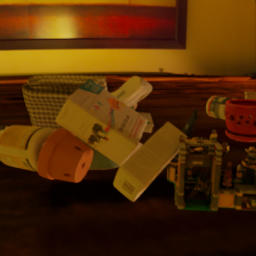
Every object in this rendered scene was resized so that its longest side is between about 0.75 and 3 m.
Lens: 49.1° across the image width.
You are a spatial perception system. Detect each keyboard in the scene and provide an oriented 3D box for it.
[{"bbox_3d":[2.290,0.065,10.420,0.300,1.515,0.789,18,51,-2],"label":"keyboard"}]

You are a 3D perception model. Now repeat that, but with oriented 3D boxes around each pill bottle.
[{"bbox_3d":[5.196,-0.984,14.570,1.175,1.175,1.965,-10,17,-34],"label":"pill bottle"},{"bbox_3d":[-3.040,0.564,8.251,2.245,1.257,1.257,4,14,35],"label":"pill bottle"}]

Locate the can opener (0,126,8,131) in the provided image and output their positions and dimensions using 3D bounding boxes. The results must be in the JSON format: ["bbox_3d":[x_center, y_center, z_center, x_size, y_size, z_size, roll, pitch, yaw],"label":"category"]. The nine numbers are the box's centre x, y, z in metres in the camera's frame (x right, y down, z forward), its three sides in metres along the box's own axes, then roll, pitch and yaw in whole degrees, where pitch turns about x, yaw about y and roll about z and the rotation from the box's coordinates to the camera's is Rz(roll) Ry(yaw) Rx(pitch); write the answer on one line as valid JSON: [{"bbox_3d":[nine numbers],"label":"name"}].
[{"bbox_3d":[-5.193,0.214,11.573,1.975,0.520,0.656,6,-20,15],"label":"can opener"}]

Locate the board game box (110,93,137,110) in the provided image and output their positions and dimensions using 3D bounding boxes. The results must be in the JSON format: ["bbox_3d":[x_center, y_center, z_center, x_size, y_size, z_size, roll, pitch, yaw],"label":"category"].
[{"bbox_3d":[-0.494,-1.653,17.554,1.940,0.940,1.547,1,15,7],"label":"board game box"}]

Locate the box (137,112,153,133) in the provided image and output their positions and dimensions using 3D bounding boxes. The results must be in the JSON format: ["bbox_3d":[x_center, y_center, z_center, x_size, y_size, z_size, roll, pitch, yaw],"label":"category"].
[{"bbox_3d":[0.564,-0.236,11.678,0.801,0.439,0.907,7,33,-10],"label":"box"}]

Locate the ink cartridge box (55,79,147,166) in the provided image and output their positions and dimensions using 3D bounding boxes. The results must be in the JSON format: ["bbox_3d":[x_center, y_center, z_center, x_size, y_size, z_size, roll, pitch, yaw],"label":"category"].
[{"bbox_3d":[-0.442,-0.043,7.883,2.693,0.914,1.550,35,32,-6],"label":"ink cartridge box"}]

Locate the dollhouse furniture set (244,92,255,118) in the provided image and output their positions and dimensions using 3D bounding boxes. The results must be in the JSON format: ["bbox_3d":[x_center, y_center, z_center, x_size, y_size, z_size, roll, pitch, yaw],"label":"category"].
[{"bbox_3d":[6.635,-1.407,15.674,1.869,1.417,2.133,0,15,1],"label":"dollhouse furniture set"}]

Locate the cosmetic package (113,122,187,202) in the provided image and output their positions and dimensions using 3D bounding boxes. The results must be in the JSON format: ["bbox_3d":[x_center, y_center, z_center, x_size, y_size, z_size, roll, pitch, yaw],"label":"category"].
[{"bbox_3d":[0.540,0.767,6.648,0.688,0.944,1.858,38,53,13],"label":"cosmetic package"}]

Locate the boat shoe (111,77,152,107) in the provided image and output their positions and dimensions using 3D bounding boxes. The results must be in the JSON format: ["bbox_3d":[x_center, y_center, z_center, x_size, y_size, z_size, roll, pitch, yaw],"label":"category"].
[{"bbox_3d":[-0.206,-1.150,11.746,0.970,1.020,2.833,18,-44,-42],"label":"boat shoe"}]

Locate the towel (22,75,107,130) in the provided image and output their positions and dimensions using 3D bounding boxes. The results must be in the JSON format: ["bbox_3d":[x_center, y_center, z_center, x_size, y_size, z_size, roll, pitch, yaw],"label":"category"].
[{"bbox_3d":[-2.185,-0.599,10.385,2.984,2.471,1.277,3,38,6],"label":"towel"}]

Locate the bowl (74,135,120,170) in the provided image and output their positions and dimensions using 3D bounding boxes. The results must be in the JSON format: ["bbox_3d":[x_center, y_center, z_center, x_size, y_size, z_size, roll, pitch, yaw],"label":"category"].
[{"bbox_3d":[-0.948,0.442,9.192,2.157,1.128,2.157,-1,14,0],"label":"bowl"}]

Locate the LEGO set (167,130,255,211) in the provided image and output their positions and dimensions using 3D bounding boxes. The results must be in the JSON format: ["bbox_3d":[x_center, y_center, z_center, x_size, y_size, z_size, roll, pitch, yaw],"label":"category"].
[{"bbox_3d":[2.242,0.769,6.698,2.985,1.729,2.295,4,15,14],"label":"LEGO set"}]

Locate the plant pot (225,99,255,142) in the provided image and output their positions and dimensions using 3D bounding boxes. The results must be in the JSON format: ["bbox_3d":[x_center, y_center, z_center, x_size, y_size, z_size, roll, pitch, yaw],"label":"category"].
[{"bbox_3d":[4.716,-0.296,11.212,1.668,1.519,1.668,0,14,0],"label":"plant pot"}]

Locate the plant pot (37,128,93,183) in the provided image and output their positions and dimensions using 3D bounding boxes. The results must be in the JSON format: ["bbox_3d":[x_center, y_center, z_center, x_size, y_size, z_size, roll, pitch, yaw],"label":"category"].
[{"bbox_3d":[-1.604,0.839,7.523,0.988,1.411,1.411,22,20,12],"label":"plant pot"}]

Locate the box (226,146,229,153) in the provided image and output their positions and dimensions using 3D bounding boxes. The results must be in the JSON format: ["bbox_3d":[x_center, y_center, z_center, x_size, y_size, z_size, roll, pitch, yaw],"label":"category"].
[{"bbox_3d":[3.174,0.700,10.026,0.766,0.192,0.288,8,17,29],"label":"box"}]
